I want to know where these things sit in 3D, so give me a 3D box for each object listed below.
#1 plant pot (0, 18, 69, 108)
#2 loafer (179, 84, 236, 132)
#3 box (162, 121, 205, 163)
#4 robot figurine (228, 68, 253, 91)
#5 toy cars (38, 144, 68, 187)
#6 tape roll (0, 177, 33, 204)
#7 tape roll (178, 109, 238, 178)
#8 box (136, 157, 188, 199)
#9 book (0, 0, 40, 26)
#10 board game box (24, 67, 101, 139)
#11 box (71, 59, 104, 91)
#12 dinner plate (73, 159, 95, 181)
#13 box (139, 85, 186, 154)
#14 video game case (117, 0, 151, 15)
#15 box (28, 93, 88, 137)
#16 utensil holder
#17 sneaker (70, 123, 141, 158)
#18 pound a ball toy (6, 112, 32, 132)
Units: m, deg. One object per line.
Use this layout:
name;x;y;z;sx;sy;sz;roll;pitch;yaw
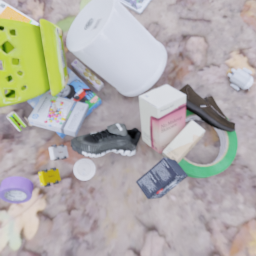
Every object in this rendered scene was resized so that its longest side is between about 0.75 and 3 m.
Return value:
plant pot;-3.020;-2.022;8.410;2.200;2.424;2.412;-7;107;-6
loafer;2.562;-0.651;8.989;2.272;0.829;0.811;33;92;-2
box;1.586;0.446;8.038;0.491;0.599;1.262;42;85;18
robot figurine;4.115;-1.778;10.199;0.977;0.552;0.828;37;117;9
toy cars;-2.036;0.980;7.420;0.374;0.757;1.688;-14;35;15
tape roll;-2.816;1.580;7.079;0.779;0.779;0.331;-6;48;-2
tape roll;2.410;0.459;9.518;2.451;0.589;2.451;1;74;-3
box;0.856;1.257;6.933;0.940;1.032;0.537;-44;65;12
book;-4.726;-3.869;10.815;2.351;0.565;1.570;34;79;10
board game box;-2.526;-1.180;10.081;1.923;0.465;2.542;-44;78;-11
box;-1.508;-1.956;10.391;1.463;0.283;0.303;43;79;11
dinner plate;-1.497;1.416;9.563;0.755;0.091;0.755;0;76;1
box;1.028;-0.259;8.265;1.051;1.645;0.896;-26;41;-23
video game case;0.250;-5.444;11.424;1.431;0.167;1.301;33;77;9
box;-2.254;-0.447;9.208;1.591;0.328;1.241;15;53;6
utensil holder;-0.359;-2.546;8.916;2.165;2.548;2.165;-24;51;33
sneaker;-0.580;0.294;8.678;2.476;1.120;0.823;4;36;-38
pound a ball toy;-3.707;-0.240;9.553;0.494;0.757;0.322;-44;44;-18
